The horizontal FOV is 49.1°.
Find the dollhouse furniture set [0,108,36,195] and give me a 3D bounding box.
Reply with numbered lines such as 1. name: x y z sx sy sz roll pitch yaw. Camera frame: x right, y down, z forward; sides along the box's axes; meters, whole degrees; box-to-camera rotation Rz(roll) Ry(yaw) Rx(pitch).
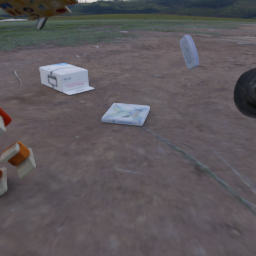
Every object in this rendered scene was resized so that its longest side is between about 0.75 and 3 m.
1. dollhouse furniture set: -3.437 0.343 5.377 2.398 2.424 1.249 -38 32 -5

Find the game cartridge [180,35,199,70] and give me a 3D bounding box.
1. game cartridge: 1.996 -2.456 9.102 0.208 1.030 0.687 -19 2 -6

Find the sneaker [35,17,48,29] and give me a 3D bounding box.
1. sneaker: -2.848 -4.062 8.593 1.071 1.775 0.742 17 17 -20

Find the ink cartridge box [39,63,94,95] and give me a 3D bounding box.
1. ink cartridge box: -2.654 -2.167 12.130 1.335 0.781 2.302 -22 33 -38

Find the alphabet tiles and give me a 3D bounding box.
1. alphabet tiles: -2.587 -3.452 7.293 2.102 0.080 2.526 -6 -3 12

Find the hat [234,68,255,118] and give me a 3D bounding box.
1. hat: 2.235 -0.631 4.674 0.924 0.924 0.373 5 -10 10

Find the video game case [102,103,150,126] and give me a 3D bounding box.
1. video game case: -0.038 -0.479 9.323 1.305 0.158 1.432 6 26 12
